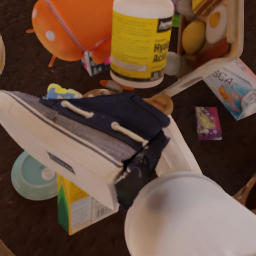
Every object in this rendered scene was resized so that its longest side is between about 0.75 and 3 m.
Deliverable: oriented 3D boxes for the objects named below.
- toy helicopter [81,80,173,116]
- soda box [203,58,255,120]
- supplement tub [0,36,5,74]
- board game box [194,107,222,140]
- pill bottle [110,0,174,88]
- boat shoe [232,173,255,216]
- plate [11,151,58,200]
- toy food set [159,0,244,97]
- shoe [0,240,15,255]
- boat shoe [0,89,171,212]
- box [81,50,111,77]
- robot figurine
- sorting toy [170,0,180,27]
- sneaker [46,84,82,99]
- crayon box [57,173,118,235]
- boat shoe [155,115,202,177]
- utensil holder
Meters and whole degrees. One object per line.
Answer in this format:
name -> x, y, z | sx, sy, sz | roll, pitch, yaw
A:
toy helicopter -> -0.098, -0.509, 5.988 | 2.114, 0.834, 1.398 | -2, 64, 17
soda box -> 2.951, -1.591, 8.464 | 0.923, 0.858, 2.699 | -22, 60, -13
supplement tub -> -3.575, -1.630, 5.542 | 2.047, 2.830, 2.047 | -4, 100, -22
board game box -> 2.276, -0.145, 7.995 | 0.627, 0.169, 1.045 | 2, 58, -4
pill bottle -> 0.219, -1.654, 4.678 | 0.987, 1.774, 0.987 | 3, 35, -2
boat shoe -> 3.417, 1.368, 6.623 | 2.575, 0.870, 0.927 | -34, 64, -19
plate -> -2.206, 1.044, 7.222 | 1.618, 0.207, 1.618 | 0, 57, 0
toy food set -> 1.234, -2.186, 5.572 | 0.865, 2.054, 2.862 | 9, 77, -18
shoe -> -2.314, 3.141, 5.556 | 2.763, 0.966, 0.738 | 31, 74, 23
boat shoe -> -0.675, -0.061, 3.756 | 2.626, 0.980, 1.218 | 29, 58, 26
box -> -1.032, -2.371, 8.704 | 0.830, 1.257, 0.721 | -27, 62, -16
robot figurine -> -0.894, -2.371, 5.814 | 2.490, 1.791, 1.452 | -35, 35, 5
sorting toy -> 2.557, -4.569, 10.126 | 2.790, 1.145, 1.676 | 7, 59, 5
sneaker -> -1.916, -0.876, 8.336 | 1.165, 0.441, 0.612 | 20, 75, 17
crayon box -> -0.656, 0.859, 4.839 | 1.071, 1.703, 0.439 | -15, 31, -39
boat shoe -> 1.109, 0.855, 6.934 | 0.974, 1.024, 2.844 | -25, 64, 4
utensil holder -> 0.893, 1.539, 3.153 | 1.604, 1.888, 1.604 | -2, 99, -9
